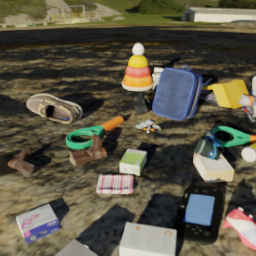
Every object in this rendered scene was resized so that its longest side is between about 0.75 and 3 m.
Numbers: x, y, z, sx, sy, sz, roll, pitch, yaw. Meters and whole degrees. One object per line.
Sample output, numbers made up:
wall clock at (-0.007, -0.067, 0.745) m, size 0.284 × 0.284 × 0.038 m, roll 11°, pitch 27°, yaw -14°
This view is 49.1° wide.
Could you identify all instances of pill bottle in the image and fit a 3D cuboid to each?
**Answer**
pill bottle at (4.512, 0.823, 9.920) m, size 0.936 × 0.521 × 0.521 m, roll -18°, pitch 32°, yaw -33°

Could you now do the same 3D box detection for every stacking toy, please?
stacking toy at (0.577, -3.592, 16.351) m, size 1.904 × 2.606 × 1.904 m, roll 0°, pitch 26°, yaw 0°

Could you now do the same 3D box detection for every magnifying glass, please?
magnifying glass at (4.439, 0.397, 10.872) m, size 2.437 × 0.273 × 0.970 m, roll 8°, pitch 41°, yaw 9°
magnifying glass at (-1.284, 0.128, 11.546) m, size 1.147 × 0.323 × 2.882 m, roll 21°, pitch 33°, yaw 36°

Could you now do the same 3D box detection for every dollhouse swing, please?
dollhouse swing at (5.009, -1.694, 14.725) m, size 1.856 × 1.686 × 1.631 m, roll -17°, pitch -4°, yaw -36°

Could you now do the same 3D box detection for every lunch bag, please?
lunch bag at (2.258, -1.592, 12.489) m, size 1.633 × 2.404 × 1.590 m, roll 20°, pitch 14°, yaw 25°

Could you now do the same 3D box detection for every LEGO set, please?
LEGO set at (0.917, -0.081, 12.036) m, size 0.771 × 0.253 × 1.032 m, roll -22°, pitch 34°, yaw -29°

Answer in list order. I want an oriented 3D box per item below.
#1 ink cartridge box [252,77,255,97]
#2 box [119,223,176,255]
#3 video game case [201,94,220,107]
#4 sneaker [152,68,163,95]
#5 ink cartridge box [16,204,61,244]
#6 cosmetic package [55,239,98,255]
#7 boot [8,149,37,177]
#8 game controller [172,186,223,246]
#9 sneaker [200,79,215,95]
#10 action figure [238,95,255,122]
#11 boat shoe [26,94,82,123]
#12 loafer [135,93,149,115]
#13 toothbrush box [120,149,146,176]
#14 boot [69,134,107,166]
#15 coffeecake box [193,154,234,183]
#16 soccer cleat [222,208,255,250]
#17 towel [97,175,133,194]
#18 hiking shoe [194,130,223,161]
ink cartridge box at (7.277, -2.306, 13.844) m, size 2.254 × 1.635 × 0.944 m, roll -37°, pitch 48°, yaw -11°
box at (0.457, 2.649, 6.235) m, size 1.166 × 0.568 × 0.725 m, roll 5°, pitch 28°, yaw 11°
video game case at (4.801, -1.493, 14.940) m, size 1.044 × 0.139 × 1.462 m, roll -15°, pitch 30°, yaw -27°
sneaker at (1.694, -2.416, 15.980) m, size 0.904 × 1.379 × 2.396 m, roll 11°, pitch -6°, yaw 10°
ink cartridge box at (-2.286, 2.415, 7.137) m, size 0.877 × 0.194 × 0.894 m, roll -16°, pitch 29°, yaw -30°
cosmetic package at (-1.307, 2.994, 5.528) m, size 0.767 × 0.647 × 1.436 m, roll 21°, pitch 31°, yaw 34°
boot at (-3.339, 1.166, 9.423) m, size 1.070 × 0.344 × 0.997 m, roll 15°, pitch 43°, yaw 33°
game controller at (1.857, 2.180, 7.294) m, size 1.077 × 0.435 × 2.065 m, roll 11°, pitch 27°, yaw 18°
sneaker at (4.735, -2.286, 16.177) m, size 0.738 × 0.639 × 1.686 m, roll 32°, pitch 42°, yaw 23°
action figure at (6.096, -1.161, 13.053) m, size 2.069 × 1.119 × 2.139 m, roll 12°, pitch 39°, yaw -11°
boat shoe at (-3.520, -0.849, 12.747) m, size 2.823 × 1.014 × 0.840 m, roll 15°, pitch 27°, yaw 16°
loafer at (0.730, -1.200, 13.740) m, size 0.649 × 0.628 × 1.850 m, roll -10°, pitch 30°, yaw 12°
toothbrush box at (0.178, 1.140, 9.415) m, size 0.677 × 0.400 × 0.930 m, roll 8°, pitch 29°, yaw 15°
boot at (-1.557, 0.769, 9.989) m, size 1.291 × 0.415 × 1.203 m, roll -16°, pitch 45°, yaw -21°
coffeecake box at (2.760, 1.253, 9.163) m, size 0.891 × 0.424 × 1.161 m, roll -3°, pitch 27°, yaw -6°
soccer cleat at (3.045, 2.620, 6.450) m, size 0.683 × 0.595 × 1.785 m, roll -51°, pitch 53°, yaw 0°
towel at (-0.393, 1.697, 8.576) m, size 1.088 × 0.163 × 0.796 m, roll 0°, pitch 26°, yaw 0°
hiking shoe at (2.752, 0.651, 9.360) m, size 0.829 × 0.711 × 1.912 m, roll 30°, pitch 24°, yaw 14°
